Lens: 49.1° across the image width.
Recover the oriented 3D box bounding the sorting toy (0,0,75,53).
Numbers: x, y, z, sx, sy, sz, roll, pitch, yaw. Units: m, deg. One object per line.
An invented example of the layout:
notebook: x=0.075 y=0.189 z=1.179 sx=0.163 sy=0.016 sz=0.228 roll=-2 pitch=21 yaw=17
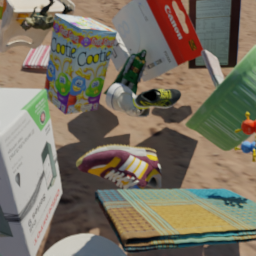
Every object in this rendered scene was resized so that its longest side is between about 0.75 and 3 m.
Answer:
sorting toy: x=-3.362 y=-3.418 z=9.236 sx=1.319 sy=2.222 sz=2.469 roll=46 pitch=39 yaw=12

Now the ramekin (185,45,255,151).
ramekin: x=2.597 y=-0.592 z=6.620 sx=1.188 sy=2.433 sz=2.433 roll=42 pitch=59 yaw=9

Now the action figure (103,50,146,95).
action figure: x=0.086 y=-1.534 z=8.247 sx=1.003 sy=1.697 sz=0.464 roll=24 pitch=8 yaw=-24

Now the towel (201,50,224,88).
towel: x=1.934 y=-1.247 z=6.177 sx=0.147 sy=0.913 sz=0.872 roll=-24 pitch=79 yaw=29

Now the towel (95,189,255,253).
towel: x=0.859 y=1.205 z=3.973 sx=2.417 sy=0.262 sz=1.773 roll=3 pitch=3 yaw=-17

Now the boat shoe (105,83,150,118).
boat shoe: x=0.094 y=-0.616 z=7.354 sx=0.684 sy=1.959 sz=0.694 roll=23 pitch=89 yaw=24

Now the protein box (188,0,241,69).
protein box: x=2.617 y=-2.956 z=8.390 sx=1.362 sy=2.019 sz=2.005 roll=4 pitch=24 yaw=20

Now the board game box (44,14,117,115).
board game box: x=-1.295 y=-1.608 z=7.218 sx=1.123 sy=2.180 sz=1.143 roll=-14 pitch=41 yaw=-45

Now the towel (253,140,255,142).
towel: x=3.870 y=0.009 z=6.562 sx=1.455 sy=1.401 sz=0.251 roll=-36 pitch=101 yaw=-11

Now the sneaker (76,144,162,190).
sneaker: x=-0.070 y=0.954 z=6.018 sx=2.159 sy=0.809 sz=0.973 roll=4 pitch=61 yaw=-39

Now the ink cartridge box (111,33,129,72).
ink cartridge box: x=-0.152 y=-2.611 z=9.914 sx=1.029 sy=0.594 sz=1.409 roll=3 pitch=56 yaw=-52

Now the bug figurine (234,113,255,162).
bug figurine: x=2.539 y=0.197 z=4.727 sx=1.397 sy=1.802 sz=0.464 roll=0 pitch=72 yaw=21

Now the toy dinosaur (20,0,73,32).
toy dinosaur: x=-1.972 y=-2.821 z=7.144 sx=0.497 sy=0.923 sz=2.095 roll=43 pitch=22 yaw=5

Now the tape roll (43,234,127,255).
tape roll: x=-0.986 y=3.647 z=6.200 sx=2.452 sy=0.448 sz=2.452 roll=4 pitch=52 yaw=-6

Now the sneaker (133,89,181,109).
sneaker: x=0.590 y=-0.556 z=5.227 sx=0.968 sy=0.410 sz=0.360 roll=-13 pitch=81 yaw=-17

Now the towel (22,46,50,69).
towel: x=-3.492 y=-3.114 z=12.461 sx=2.079 sy=0.311 sz=1.522 roll=3 pitch=49 yaw=6

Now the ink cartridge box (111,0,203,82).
ink cartridge box: x=0.716 y=-2.661 z=8.071 sx=0.672 sy=2.842 sz=2.275 roll=-31 pitch=100 yaw=-17

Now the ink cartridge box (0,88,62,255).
ink cartridge box: x=-1.938 y=0.735 z=4.710 sx=1.001 sy=2.381 sz=1.738 roll=2 pitch=29 yaw=5
